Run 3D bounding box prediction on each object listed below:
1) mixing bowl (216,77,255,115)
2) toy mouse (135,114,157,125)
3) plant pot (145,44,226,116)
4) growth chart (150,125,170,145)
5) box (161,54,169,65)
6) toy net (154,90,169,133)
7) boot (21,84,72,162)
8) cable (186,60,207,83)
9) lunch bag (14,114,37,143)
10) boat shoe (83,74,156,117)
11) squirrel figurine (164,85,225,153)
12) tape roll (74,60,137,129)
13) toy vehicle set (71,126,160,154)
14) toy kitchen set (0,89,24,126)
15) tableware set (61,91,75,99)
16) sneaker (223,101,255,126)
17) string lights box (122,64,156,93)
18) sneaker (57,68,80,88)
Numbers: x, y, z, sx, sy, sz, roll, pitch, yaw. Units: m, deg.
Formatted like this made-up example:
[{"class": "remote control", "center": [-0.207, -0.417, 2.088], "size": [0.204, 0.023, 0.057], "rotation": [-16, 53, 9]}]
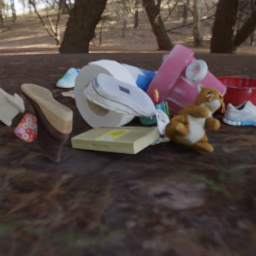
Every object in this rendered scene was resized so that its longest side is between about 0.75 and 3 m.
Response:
[{"class": "mixing bowl", "center": [5.104, -1.465, 13.373], "size": [2.822, 1.528, 2.822], "rotation": [1, 20, 0]}, {"class": "toy mouse", "center": [0.506, -0.612, 12.197], "size": [2.649, 0.513, 2.354], "rotation": [19, 22, 17]}, {"class": "plant pot", "center": [2.409, -1.545, 11.657], "size": [2.604, 2.910, 2.910], "rotation": [33, 26, 6]}, {"class": "growth chart", "center": [0.889, 0.233, 10.595], "size": [2.368, 0.210, 1.713], "rotation": [-6, 22, -15]}, {"class": "box", "center": [1.686, -2.829, 12.439], "size": [0.284, 0.829, 0.341], "rotation": [-2, -21, 41]}, {"class": "toy net", "center": [1.095, -0.558, 8.993], "size": [0.404, 1.097, 2.092], "rotation": [-8, 20, 8]}, {"class": "boot", "center": [-2.614, -0.170, 8.389], "size": [2.101, 1.748, 0.760], "rotation": [35, 28, 21]}, {"class": "cable", "center": [2.454, -2.026, 10.034], "size": [0.281, 0.811, 0.811], "rotation": [32, 23, -39]}, {"class": "lunch bag", "center": [-3.141, 0.026, 8.997], "size": [0.730, 0.828, 0.339], "rotation": [31, -15, 0]}, {"class": "boat shoe", "center": [-0.200, -0.835, 8.398], "size": [0.825, 0.929, 2.525], "rotation": [-33, -40, 33]}, {"class": "squirrel figurine", "center": [2.222, -0.424, 9.502], "size": [1.544, 2.036, 2.182], "rotation": [31, -10, -13]}, {"class": "tape roll", "center": [-0.895, -1.244, 10.927], "size": [2.669, 2.669, 0.934], "rotation": [15, 28, 37]}, {"class": "toy vehicle set", "center": [-0.442, 0.345, 9.391], "size": [2.572, 0.341, 1.598], "rotation": [2, 17, 35]}, {"class": "toy kitchen set", "center": [-6.079, -1.075, 11.963], "size": [1.945, 2.385, 2.151], "rotation": [-45, 28, -2]}, {"class": "tableware set", "center": [-2.556, -2.010, 16.724], "size": [2.282, 0.317, 2.731], "rotation": [-11, 22, -29]}, {"class": "sneaker", "center": [5.251, -0.618, 11.818], "size": [2.309, 1.001, 0.866], "rotation": [2, 18, 2]}, {"class": "string lights box", "center": [0.976, -1.871, 11.730], "size": [2.586, 0.762, 1.329], "rotation": [10, 24, -21]}, {"class": "sneaker", "center": [-4.194, -3.594, 19.865], "size": [1.082, 1.200, 2.928], "rotation": [4, 20, 14]}]
